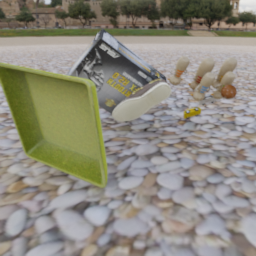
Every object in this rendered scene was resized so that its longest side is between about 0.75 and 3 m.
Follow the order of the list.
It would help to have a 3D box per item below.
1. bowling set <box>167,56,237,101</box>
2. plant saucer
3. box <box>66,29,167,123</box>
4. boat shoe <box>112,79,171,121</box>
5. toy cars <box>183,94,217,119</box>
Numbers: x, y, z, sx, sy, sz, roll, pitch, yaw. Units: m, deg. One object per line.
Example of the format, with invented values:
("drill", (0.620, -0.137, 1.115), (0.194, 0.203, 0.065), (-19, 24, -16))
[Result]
("bowling set", (2.694, -1.356, 9.377), (2.534, 1.360, 1.764), (-2, 54, -19))
("plant saucer", (-1.672, -0.181, 6.877), (2.876, 2.872, 0.689), (16, 39, 28))
("box", (-0.452, -1.681, 9.910), (2.908, 2.303, 0.703), (32, 37, -25))
("boat shoe", (0.408, -0.924, 9.284), (2.097, 0.753, 0.624), (-30, 31, 13))
("toy cars", (2.695, -0.874, 10.684), (0.673, 1.502, 0.333), (21, 38, -37))
